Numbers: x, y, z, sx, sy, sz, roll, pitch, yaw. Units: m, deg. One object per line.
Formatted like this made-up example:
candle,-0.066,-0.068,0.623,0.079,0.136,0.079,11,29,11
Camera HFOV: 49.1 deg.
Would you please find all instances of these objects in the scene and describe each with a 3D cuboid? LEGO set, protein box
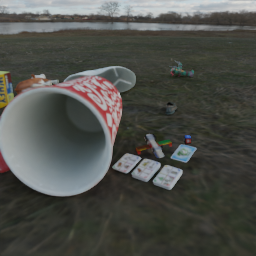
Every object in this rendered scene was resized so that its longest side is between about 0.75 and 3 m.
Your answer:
LEGO set,0.669,0.615,5.795,1.265,0.416,1.694,14,37,30
protein box,-4.940,-1.201,9.150,1.596,1.077,1.585,5,22,13

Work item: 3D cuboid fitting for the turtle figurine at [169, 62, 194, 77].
turtle figurine,2.625,-2.884,14.043,1.269,0.639,0.950,16,37,-2

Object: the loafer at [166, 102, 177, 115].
loafer,1.362,-0.692,8.913,0.324,0.284,0.902,-7,19,17

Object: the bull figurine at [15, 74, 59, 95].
bull figurine,-3.365,-1.580,10.623,1.324,0.710,2.182,3,22,7

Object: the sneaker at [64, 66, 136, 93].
sneaker,-1.145,-1.934,11.138,2.909,1.023,1.166,-7,20,-16

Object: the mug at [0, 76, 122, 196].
mug,-1.307,-0.177,5.692,2.446,1.838,2.755,4,19,6
